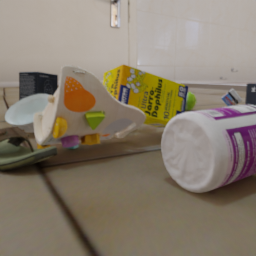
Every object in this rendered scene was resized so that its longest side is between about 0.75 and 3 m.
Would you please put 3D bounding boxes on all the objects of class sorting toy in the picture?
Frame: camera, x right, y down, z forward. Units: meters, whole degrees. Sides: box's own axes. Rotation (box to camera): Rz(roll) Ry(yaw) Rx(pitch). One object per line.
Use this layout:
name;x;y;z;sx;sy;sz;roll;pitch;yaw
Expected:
sorting toy;-0.947;-0.143;7.329;2.452;1.455;2.723;6;-23;-29

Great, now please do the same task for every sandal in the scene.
sandal;-2.952;0.371;6.626;2.952;0.842;1.172;8;14;31

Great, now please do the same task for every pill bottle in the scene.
pill bottle;2.058;0.292;5.576;2.593;1.456;1.456;-8;15;-33

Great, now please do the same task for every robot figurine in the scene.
robot figurine;2.739;-1.389;14.561;1.671;0.966;1.466;3;2;18

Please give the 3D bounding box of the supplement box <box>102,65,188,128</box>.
supplement box;0.464;-0.857;8.458;2.364;1.287;1.295;12;-7;-29

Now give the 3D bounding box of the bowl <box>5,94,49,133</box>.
bowl;-3.187;-0.375;9.514;1.695;0.762;1.695;-9;40;8

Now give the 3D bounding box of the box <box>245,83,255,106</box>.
box;5.400;-0.674;9.434;2.420;1.445;2.461;7;5;32

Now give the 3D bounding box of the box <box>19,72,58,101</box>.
box;-3.861;-1.422;12.147;1.017;1.899;1.410;4;6;21

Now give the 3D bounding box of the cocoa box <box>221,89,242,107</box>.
cocoa box;4.574;-1.283;12.395;0.631;0.641;0.962;-40;-6;21
